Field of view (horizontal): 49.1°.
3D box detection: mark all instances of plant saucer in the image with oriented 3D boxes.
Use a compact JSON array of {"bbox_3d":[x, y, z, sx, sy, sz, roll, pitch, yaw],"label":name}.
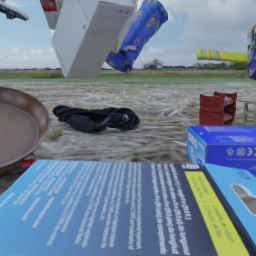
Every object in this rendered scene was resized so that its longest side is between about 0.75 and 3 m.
[{"bbox_3d":[-2.202,0.019,4.167,2.022,0.348,2.022,8,38,-7],"label":"plant saucer"}]

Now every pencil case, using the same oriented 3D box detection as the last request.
[{"bbox_3d":[0.306,-3.288,9.885,1.132,2.901,1.260,38,-16,-13],"label":"pencil case"}]

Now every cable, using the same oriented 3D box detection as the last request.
[{"bbox_3d":[-0.876,-0.367,7.576,2.354,0.598,1.920,9,15,39],"label":"cable"}]

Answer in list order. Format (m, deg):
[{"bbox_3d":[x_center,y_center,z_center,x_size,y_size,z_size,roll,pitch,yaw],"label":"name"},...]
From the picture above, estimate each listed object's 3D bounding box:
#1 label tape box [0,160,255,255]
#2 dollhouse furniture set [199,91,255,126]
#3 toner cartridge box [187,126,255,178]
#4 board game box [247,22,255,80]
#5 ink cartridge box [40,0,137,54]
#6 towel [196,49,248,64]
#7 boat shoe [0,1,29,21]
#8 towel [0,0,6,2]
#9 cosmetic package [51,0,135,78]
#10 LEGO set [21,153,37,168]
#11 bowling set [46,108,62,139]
[{"bbox_3d":[0.073,0.774,2.084,2.027,0.670,1.452,2,13,2],"label":"label tape box"},{"bbox_3d":[3.037,-0.437,7.236,2.122,0.863,1.142,8,14,33],"label":"dollhouse furniture set"},{"bbox_3d":[2.278,0.348,4.307,2.520,0.544,1.197,1,11,1],"label":"toner cartridge box"},{"bbox_3d":[3.976,-2.688,7.129,0.696,2.454,2.029,19,53,0],"label":"board game box"},{"bbox_3d":[-1.009,-3.531,7.915,2.294,1.659,1.667,20,-17,3],"label":"ink cartridge box"},{"bbox_3d":[3.313,-2.149,8.687,2.343,0.212,1.008,8,31,10],"label":"towel"},{"bbox_3d":[-2.716,-2.627,6.385,0.884,0.293,0.309,25,-2,-13],"label":"boat shoe"},{"bbox_3d":[-3.269,-3.803,6.617,0.647,1.252,1.512,24,3,5],"label":"towel"},{"bbox_3d":[-0.855,-2.142,5.937,0.851,1.184,2.097,-9,-27,-36],"label":"cosmetic package"},{"bbox_3d":[-2.061,0.379,4.299,1.203,0.494,0.459,-7,13,-31],"label":"LEGO set"},{"bbox_3d":[-2.028,-0.119,6.305,0.988,0.688,0.531,-3,13,5],"label":"bowling set"}]
